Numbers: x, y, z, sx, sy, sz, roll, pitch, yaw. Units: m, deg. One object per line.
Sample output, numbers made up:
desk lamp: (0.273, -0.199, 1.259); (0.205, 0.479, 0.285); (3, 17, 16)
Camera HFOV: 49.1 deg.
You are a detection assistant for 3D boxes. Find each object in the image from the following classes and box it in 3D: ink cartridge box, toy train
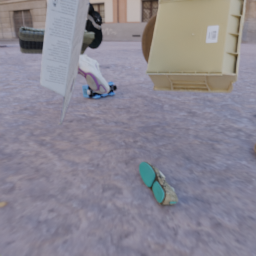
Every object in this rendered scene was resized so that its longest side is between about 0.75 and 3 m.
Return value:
ink cartridge box: (-1.291, -1.906, 5.956); (0.604, 2.791, 2.741); (12, 26, -10)
toy train: (-1.444, -1.962, 14.332); (1.785, 0.774, 1.020); (-18, 22, -38)

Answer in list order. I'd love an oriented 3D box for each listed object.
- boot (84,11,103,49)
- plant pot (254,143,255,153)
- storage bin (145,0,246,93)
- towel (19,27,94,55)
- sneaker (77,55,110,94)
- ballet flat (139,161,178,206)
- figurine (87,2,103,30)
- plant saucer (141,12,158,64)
boot: (-1.689, -3.791, 11.725); (0.687, 1.856, 1.521); (10, -22, -30)
plant pot: (4.280, 0.490, 8.010); (1.187, 0.548, 1.187); (-42, 3, 3)
storage bin: (1.899, -2.327, 7.850); (2.391, 2.408, 1.129); (6, -14, 23)
towel: (-2.410, -2.881, 9.327); (2.305, 0.398, 2.220); (-3, -1, -20)
sneaker: (-1.025, -1.683, 8.367); (0.803, 0.603, 1.612); (-34, 70, -34)
ballet flat: (0.721, 1.304, 6.536); (0.546, 0.492, 1.449); (15, 19, -27)
figurine: (-1.343, -4.083, 10.182); (0.480, 1.088, 1.115); (-44, 11, 0)
plant saucer: (1.575, -3.673, 11.745); (2.704, 2.704, 0.398); (17, 17, 37)
